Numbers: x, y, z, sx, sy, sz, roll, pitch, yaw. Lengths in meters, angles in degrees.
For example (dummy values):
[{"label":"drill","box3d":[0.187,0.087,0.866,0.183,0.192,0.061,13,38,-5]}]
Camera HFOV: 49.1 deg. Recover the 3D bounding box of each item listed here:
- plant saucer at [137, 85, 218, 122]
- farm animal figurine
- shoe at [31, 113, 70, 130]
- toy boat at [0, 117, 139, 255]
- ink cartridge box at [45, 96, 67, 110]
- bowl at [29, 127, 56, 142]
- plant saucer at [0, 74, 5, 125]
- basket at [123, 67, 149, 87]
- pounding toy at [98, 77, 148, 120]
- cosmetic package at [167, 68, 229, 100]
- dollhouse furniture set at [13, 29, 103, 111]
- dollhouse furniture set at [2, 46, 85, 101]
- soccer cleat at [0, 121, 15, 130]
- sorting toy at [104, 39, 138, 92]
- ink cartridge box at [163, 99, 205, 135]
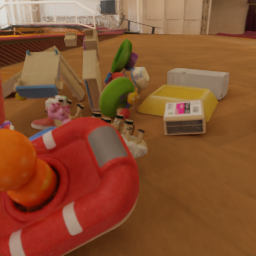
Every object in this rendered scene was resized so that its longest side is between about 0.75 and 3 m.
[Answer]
[{"label":"plant saucer","box3d":[1.901,-1.047,10.261,2.470,0.598,2.470,10,24,22]},{"label":"farm animal figurine","box3d":[-0.857,0.191,6.506,2.155,1.136,2.179,9,15,-20]},{"label":"shoe","box3d":[-2.318,-0.280,8.450,1.245,0.566,0.445,2,23,5]},{"label":"toy boat","box3d":[-1.310,0.689,3.608,2.749,1.797,1.794,-28,51,-4]},{"label":"ink cartridge box","box3d":[-2.626,-0.920,10.298,0.552,0.333,0.760,4,26,8]},{"label":"bowl","box3d":[-1.929,0.343,6.030,1.063,0.209,1.063,-37,-3,-3]},{"label":"plant saucer","box3d":[-4.123,-0.783,6.601,2.191,0.402,2.187,-17,65,-2]},{"label":"basket","box3d":[0.301,-1.964,10.782,0.878,0.775,0.611,-6,39,36]},{"label":"pounding toy","box3d":[0.006,-0.839,8.944,1.804,1.393,0.837,-18,46,-42]},{"label":"cosmetic package","box3d":[2.923,-1.886,11.760,2.319,1.046,1.239,8,22,27]},{"label":"dollhouse furniture set","box3d":[-2.297,-1.826,9.625,2.665,1.739,2.516,-3,59,0]},{"label":"dollhouse furniture set","box3d":[-3.572,-1.724,12.038,2.755,2.244,2.620,-33,19,11]},{"label":"soccer cleat","box3d":[-3.329,0.010,7.409,0.463,0.432,1.265,15,2,-30]},{"label":"sorting toy","box3d":[-0.122,-1.936,10.781,1.132,2.757,1.656,22,-20,-17]},{"label":"ink cartridge box","box3d":[1.680,-0.349,8.365,1.156,0.527,1.403,-3,27,13]}]
